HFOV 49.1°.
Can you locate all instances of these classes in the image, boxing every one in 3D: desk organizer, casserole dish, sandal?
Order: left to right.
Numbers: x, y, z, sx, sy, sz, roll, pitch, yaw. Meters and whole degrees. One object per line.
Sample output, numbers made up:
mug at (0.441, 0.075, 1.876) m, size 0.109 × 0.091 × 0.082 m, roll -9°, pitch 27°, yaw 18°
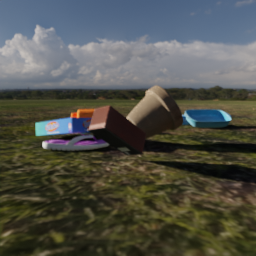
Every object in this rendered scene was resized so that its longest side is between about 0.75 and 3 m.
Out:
sandal at (-1.859, 0.466, 10.230) m, size 2.442 × 0.600 × 0.994 m, roll -2°, pitch 8°, yaw -15°
desk organizer at (-0.250, 0.129, 8.000) m, size 0.642 × 0.690 × 1.791 m, roll -9°, pitch -33°, yaw 38°
casserole dish at (4.681, -0.530, 16.610) m, size 2.834 × 0.550 × 1.716 m, roll -1°, pitch 27°, yaw -11°

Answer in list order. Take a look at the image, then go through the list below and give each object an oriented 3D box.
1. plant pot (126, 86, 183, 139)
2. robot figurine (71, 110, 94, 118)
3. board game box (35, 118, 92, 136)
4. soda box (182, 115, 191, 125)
plant pot at (0.922, -0.411, 10.984) m, size 1.694 × 1.942 × 1.942 m, roll -36°, pitch 16°, yaw -11°
robot figurine at (-1.962, -0.375, 14.639) m, size 2.018 × 1.177 × 1.451 m, roll -2°, pitch -12°, yaw -6°
board game box at (-2.338, -0.031, 11.979) m, size 2.739 × 0.616 × 2.083 m, roll -6°, pitch -3°, yaw 43°
soda box at (3.998, -0.494, 17.696) m, size 1.811 × 0.581 × 0.614 m, roll -1°, pitch 7°, yaw -2°
